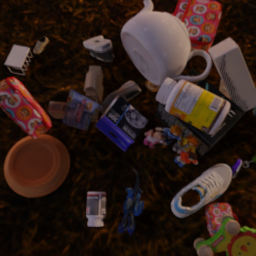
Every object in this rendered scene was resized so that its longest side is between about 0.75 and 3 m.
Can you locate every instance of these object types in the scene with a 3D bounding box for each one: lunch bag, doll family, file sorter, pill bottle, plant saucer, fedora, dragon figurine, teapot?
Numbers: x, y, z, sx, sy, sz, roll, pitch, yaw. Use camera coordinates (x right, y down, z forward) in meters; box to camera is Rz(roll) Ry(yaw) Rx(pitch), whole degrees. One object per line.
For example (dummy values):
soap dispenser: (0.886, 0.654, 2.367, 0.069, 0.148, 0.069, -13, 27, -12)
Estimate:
lunch bag: (2.864, -4.734, 12.838, 2.372, 1.103, 2.693, 16, 67, 12)
doll family: (1.619, 0.434, 9.665, 2.139, 1.328, 0.964, 31, 66, -6)
lunch bag: (-3.507, -0.694, 9.450, 0.858, 1.844, 2.094, -38, 108, -5)
file sorter: (-4.744, -2.948, 12.251, 0.728, 0.653, 1.049, 12, 67, 5)
pill bottle: (-1.069, 2.692, 9.312, 0.628, 0.628, 1.085, 1, 75, 0)
plant saucer: (-3.470, 1.343, 10.534, 2.464, 0.461, 2.464, 0, 67, 1)
fedora: (1.122, -1.922, 12.002, 0.763, 0.311, 0.763, 0, 67, 1)
lunch bag: (3.271, 3.203, 9.722, 1.033, 0.481, 1.173, -4, 67, -2)
pill bottle: (4.247, -1.835, 11.569, 0.848, 0.848, 1.497, 11, 81, 5)
dragon figurine: (0.157, 2.545, 9.406, 0.631, 1.067, 2.145, 15, 106, -5)
teapot: (1.341, -3.160, 10.562, 2.187, 2.994, 2.955, -37, 28, -6)
pill bottle: (2.085, -0.786, 9.259, 2.223, 1.214, 1.214, 30, 70, 12)

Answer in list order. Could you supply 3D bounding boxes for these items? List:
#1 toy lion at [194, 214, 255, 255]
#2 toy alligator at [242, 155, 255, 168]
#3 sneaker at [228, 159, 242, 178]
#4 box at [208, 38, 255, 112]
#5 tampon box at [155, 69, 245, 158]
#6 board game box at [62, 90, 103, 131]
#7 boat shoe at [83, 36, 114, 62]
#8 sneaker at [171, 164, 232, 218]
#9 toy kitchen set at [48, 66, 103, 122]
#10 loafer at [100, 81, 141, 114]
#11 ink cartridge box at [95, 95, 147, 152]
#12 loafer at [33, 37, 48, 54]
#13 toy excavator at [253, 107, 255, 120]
toy lion: (3.447, 3.968, 9.192, 1.934, 0.664, 1.853, -43, 94, 2)
toy alligator: (5.147, 1.078, 10.665, 1.716, 0.412, 0.569, -26, 69, -11)
sneaker: (3.982, 1.472, 10.571, 0.399, 0.279, 0.803, 29, 70, 13)
box: (3.815, -1.813, 9.998, 0.863, 2.525, 1.037, -28, 29, 17)
tampon box: (2.625, -0.521, 10.685, 1.885, 1.588, 2.515, -41, 75, -15)
board game box: (-1.663, -0.619, 10.289, 1.310, 0.404, 1.311, 14, 83, 17)
boat shoe: (-1.269, -3.318, 11.908, 0.909, 0.819, 2.572, -23, 30, -9)
sneaker: (2.703, 2.172, 9.849, 2.646, 1.069, 1.012, -36, 70, -15)
toy kitchen set: (-2.043, -1.512, 10.887, 1.882, 1.702, 2.087, 5, 75, 3)
loafer: (-0.312, -1.192, 11.494, 1.950, 0.682, 0.680, -41, 65, -16)
ink cartridge box: (-0.222, -0.182, 10.751, 1.569, 0.344, 1.584, 41, 63, -14)
loafer: (-4.025, -3.796, 12.784, 0.372, 0.335, 0.982, 23, 69, 10)
toy excavator: (5.429, -1.049, 11.459, 1.689, 0.867, 1.737, 4, 53, 3)
